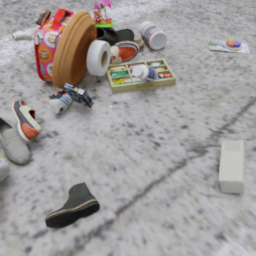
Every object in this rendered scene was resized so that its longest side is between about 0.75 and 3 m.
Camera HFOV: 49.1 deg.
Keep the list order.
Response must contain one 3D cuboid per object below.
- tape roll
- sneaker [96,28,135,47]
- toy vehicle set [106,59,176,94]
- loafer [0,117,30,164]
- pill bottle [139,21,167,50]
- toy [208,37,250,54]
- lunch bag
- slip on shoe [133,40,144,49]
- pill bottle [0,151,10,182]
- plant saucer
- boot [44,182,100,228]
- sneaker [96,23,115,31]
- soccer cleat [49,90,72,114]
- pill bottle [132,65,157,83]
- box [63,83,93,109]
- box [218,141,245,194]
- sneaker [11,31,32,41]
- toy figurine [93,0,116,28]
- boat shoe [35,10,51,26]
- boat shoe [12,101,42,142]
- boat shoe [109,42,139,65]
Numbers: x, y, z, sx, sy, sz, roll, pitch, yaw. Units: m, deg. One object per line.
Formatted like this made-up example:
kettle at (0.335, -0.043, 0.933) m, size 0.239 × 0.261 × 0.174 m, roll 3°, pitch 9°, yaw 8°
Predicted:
tape roll at (-1.128, -2.705, 10.911) m, size 0.459 × 1.314 × 1.314 m, roll 14°, pitch 45°, yaw 13°
sneaker at (-0.701, -4.089, 12.727) m, size 2.519 × 1.338 × 0.942 m, roll -32°, pitch 72°, yaw -18°
toy vehicle set at (0.478, -2.184, 11.655) m, size 2.646 × 0.351 × 1.644 m, roll -9°, pitch 44°, yaw -10°
loafer at (-3.617, 0.358, 8.629) m, size 0.682 × 0.681 × 1.950 m, roll -28°, pitch 49°, yaw -31°
pill bottle at (1.178, -4.599, 13.835) m, size 0.940 × 0.940 × 1.622 m, roll -14°, pitch 43°, yaw -14°
toy at (4.947, -4.134, 13.696) m, size 1.888 × 0.446 × 1.087 m, roll 6°, pitch 44°, yaw 6°
lunch bag at (-2.685, -3.464, 11.371) m, size 1.200 × 2.581 × 2.930 m, roll 13°, pitch 42°, yaw 7°
slip on shoe at (0.259, -4.085, 13.709) m, size 1.307 × 0.396 × 0.497 m, roll 13°, pitch 70°, yaw 38°
pill bottle at (-4.241, 0.550, 7.559) m, size 1.206 × 1.206 × 2.208 m, roll -29°, pitch 72°, yaw -27°
plant saucer at (-1.884, -2.786, 10.429) m, size 0.558 × 2.984 × 2.984 m, roll 21°, pitch 45°, yaw 2°
boot at (-1.534, 1.933, 7.165) m, size 1.373 × 0.532 × 0.950 m, roll -9°, pitch 37°, yaw -29°
sneaker at (-1.433, -4.758, 14.261) m, size 0.733 × 1.099 × 1.918 m, roll 21°, pitch 18°, yaw 31°
soccer cleat at (-2.392, -0.973, 10.258) m, size 0.575 × 0.711 × 1.646 m, roll 2°, pitch 18°, yaw 16°
pill bottle at (0.613, -2.026, 10.396) m, size 0.556 × 0.556 × 1.001 m, roll 35°, pitch 19°, yaw 31°
box at (-1.715, -1.108, 9.736) m, size 0.813 × 1.023 × 0.235 m, roll 23°, pitch 74°, yaw 18°
box at (2.931, 1.060, 7.865) m, size 0.633 × 0.527 × 1.540 m, roll -3°, pitch 40°, yaw 27°
sneaker at (-5.478, -4.650, 14.323) m, size 1.094 × 0.403 × 0.632 m, roll 17°, pitch 46°, yaw 31°
toy figurine at (-1.150, -4.978, 12.086) m, size 1.209 × 1.112 × 0.907 m, roll -8°, pitch 30°, yaw -13°
boat shoe at (-3.278, -4.281, 10.838) m, size 0.326 × 0.326 × 0.927 m, roll 19°, pitch 53°, yaw -2°
boat shoe at (-3.215, -0.343, 8.956) m, size 0.608 × 0.692 × 1.943 m, roll -35°, pitch 45°, yaw -1°
boat shoe at (-0.733, -3.068, 12.005) m, size 2.433 × 0.866 × 0.761 m, roll -7°, pitch 28°, yaw 15°
